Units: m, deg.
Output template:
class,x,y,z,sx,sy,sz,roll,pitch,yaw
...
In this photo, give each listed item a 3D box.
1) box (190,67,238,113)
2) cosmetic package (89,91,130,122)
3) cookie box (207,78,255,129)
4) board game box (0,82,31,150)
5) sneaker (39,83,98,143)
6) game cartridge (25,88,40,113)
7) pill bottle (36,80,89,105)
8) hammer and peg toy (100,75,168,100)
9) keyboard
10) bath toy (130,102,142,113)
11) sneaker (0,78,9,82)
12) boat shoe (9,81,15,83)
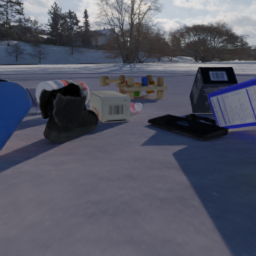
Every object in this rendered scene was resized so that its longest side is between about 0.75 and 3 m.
class,x,y,z,sx,sy,sz,roll,pitch,yaw
box,2.708,-1.197,9.061,1.087,1.465,0.784,0,56,-2
cosmetic package,-0.612,-0.705,8.734,0.885,0.747,1.713,-5,15,-17
cookie box,3.662,-0.827,6.285,2.364,1.038,2.763,-18,3,-25
board game box,-2.569,-0.118,5.465,1.334,1.688,0.329,21,-20,24
sneaker,-1.212,-0.437,6.336,0.703,1.221,2.342,23,22,14
game cartridge,-2.851,-1.050,10.066,1.853,0.356,1.201,-10,41,-37
pill bottle,-2.070,-1.076,8.960,0.902,0.902,1.583,8,10,31
hammer and peg toy,0.202,-1.972,13.539,2.938,1.036,2.161,-4,16,-17
keyboard,1.617,-0.079,7.264,1.373,0.223,2.161,-15,20,-29
bath toy,0.074,-0.728,9.737,0.925,0.342,0.402,7,15,31
sneaker,-5.973,-1.238,10.939,2.852,1.080,1.249,-5,24,3
boat shoe,-3.961,-1.014,9.367,0.549,0.448,1.485,-7,45,-17
